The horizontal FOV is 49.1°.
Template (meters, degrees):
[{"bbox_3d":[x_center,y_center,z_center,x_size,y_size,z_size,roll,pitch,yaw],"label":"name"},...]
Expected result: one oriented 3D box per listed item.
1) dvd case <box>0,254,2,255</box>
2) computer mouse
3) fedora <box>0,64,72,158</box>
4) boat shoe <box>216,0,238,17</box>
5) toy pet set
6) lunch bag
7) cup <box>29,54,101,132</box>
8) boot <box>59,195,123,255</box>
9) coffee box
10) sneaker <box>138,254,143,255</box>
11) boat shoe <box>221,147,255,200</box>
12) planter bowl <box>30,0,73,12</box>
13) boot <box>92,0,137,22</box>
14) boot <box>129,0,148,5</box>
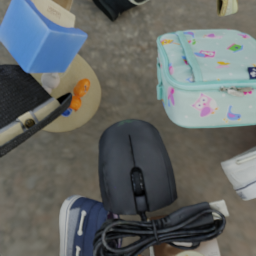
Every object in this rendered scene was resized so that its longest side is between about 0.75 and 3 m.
[{"bbox_3d":[-1.786,2.603,4.360,2.059,2.770,0.221,50,53,1],"label":"dvd case"},{"bbox_3d":[0.198,0.629,4.589,1.925,0.733,2.780,-13,39,-5],"label":"computer mouse"},{"bbox_3d":[-2.575,-0.239,5.264,2.985,2.985,1.363,-35,104,-13],"label":"fedora"},{"bbox_3d":[1.812,-2.628,5.344,0.414,1.249,0.462,-22,54,14],"label":"boat shoe"},{"bbox_3d":[-1.876,-1.171,5.703,2.731,2.550,1.450,26,36,-27],"label":"toy pet set"},{"bbox_3d":[1.651,-1.142,5.691,2.254,1.083,2.810,0,35,-1],"label":"lunch bag"},{"bbox_3d":[-2.080,-1.337,7.890,2.474,1.769,2.474,0,68,1],"label":"cup"},{"bbox_3d":[-0.622,2.318,4.812,0.999,0.805,2.213,1,97,36],"label":"boot"},{"bbox_3d":[1.318,3.312,6.373,1.486,1.036,2.599,-7,68,-3],"label":"coffee box"},{"bbox_3d":[0.156,2.269,4.324,0.716,1.828,0.706,-31,71,-28],"label":"sneaker"},{"bbox_3d":[3.085,0.218,5.195,2.845,1.024,0.935,-36,79,12],"label":"boat shoe"},{"bbox_3d":[-2.146,-3.318,7.083,0.842,1.251,1.251,41,73,16],"label":"planter bowl"},{"bbox_3d":[-0.473,-4.656,9.849,1.357,0.617,1.615,-38,80,-11],"label":"boot"},{"bbox_3d":[0.657,-4.432,7.417,2.508,0.908,1.810,-30,60,-9],"label":"boot"}]
